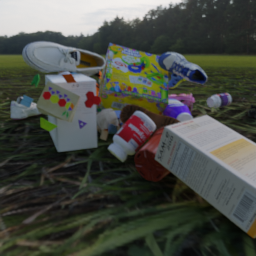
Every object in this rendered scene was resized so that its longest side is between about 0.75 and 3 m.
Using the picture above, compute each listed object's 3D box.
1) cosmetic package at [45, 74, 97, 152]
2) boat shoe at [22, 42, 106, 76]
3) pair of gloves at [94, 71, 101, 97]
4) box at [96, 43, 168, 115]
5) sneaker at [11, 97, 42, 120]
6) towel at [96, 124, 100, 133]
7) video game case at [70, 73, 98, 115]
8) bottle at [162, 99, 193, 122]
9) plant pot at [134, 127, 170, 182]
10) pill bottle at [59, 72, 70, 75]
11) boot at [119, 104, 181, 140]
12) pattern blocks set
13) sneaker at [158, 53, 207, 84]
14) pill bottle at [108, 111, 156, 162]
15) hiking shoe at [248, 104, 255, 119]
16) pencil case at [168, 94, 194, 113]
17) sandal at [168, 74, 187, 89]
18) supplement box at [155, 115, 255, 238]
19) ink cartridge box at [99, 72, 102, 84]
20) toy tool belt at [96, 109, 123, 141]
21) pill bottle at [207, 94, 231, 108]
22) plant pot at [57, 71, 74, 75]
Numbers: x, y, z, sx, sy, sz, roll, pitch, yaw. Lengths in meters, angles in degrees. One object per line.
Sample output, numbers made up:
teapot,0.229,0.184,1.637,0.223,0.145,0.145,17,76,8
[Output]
cosmetic package,-1.906,-0.589,9.158,1.305,2.123,2.117,-7,18,-21
boat shoe,-2.029,-2.351,9.491,2.868,1.017,1.001,5,-8,-41
pair of gloves,-1.455,-2.191,12.255,0.257,2.082,1.855,-18,-32,19
box,0.184,-1.737,11.181,2.500,1.525,2.408,12,57,-11
sneaker,-4.438,-0.961,12.549,0.714,0.950,1.907,2,14,24
towel,-0.860,-0.055,10.907,1.052,0.156,1.435,7,17,23
video game case,-1.654,-1.287,11.655,0.195,2.193,1.569,-20,9,21
bottle,1.902,-0.574,11.367,1.089,0.851,2.607,-6,17,-6
plant pot,0.785,0.697,6.866,1.125,1.125,1.094,12,28,35
pill bottle,-2.382,-1.265,11.678,1.085,1.958,1.085,-24,30,15
boot,0.997,0.129,8.500,2.446,0.918,1.311,30,-5,24
pattern blocks set,-1.828,-0.670,7.457,1.834,1.612,0.149,34,-2,-2
sneaker,2.130,-2.258,10.615,2.037,0.767,0.898,16,23,-17
pill bottle,0.079,0.251,7.623,1.318,0.740,0.740,-49,33,-11
hiking shoe,5.707,-0.684,12.199,0.459,0.610,1.212,-6,17,-20
pencil case,1.973,-1.214,13.430,2.296,0.951,0.993,3,16,6
sandal,2.176,-2.259,12.661,0.588,0.536,1.349,29,-36,-22
supplement box,1.957,0.777,5.624,1.535,0.895,2.435,-14,39,-39
ink cartridge box,-0.624,-2.518,16.235,1.877,0.792,1.371,7,33,-24
toy tool belt,-0.357,-0.067,9.891,1.636,1.005,1.021,-4,-21,-32
pill bottle,4.070,-1.207,12.582,1.052,0.586,0.586,-12,20,-29
plant pot,-2.573,-1.805,13.149,2.086,1.810,2.086,3,31,-2
